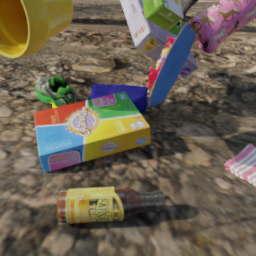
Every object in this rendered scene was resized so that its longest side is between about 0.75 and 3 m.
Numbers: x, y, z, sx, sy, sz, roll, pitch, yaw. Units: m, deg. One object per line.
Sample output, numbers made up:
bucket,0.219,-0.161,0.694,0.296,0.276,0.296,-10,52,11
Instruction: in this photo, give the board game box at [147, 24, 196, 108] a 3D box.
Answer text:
board game box,0.861,-1.479,6.571,0.467,1.895,2.399,29,19,13

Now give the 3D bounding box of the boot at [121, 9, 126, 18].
boot,0.500,-4.382,11.061,1.146,0.550,1.567,-12,39,-31

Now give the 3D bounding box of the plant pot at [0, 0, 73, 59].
plant pot,-2.658,-3.178,7.589,2.142,2.142,2.016,18,37,27

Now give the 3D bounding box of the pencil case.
pencil case,2.813,-2.999,7.303,2.493,1.032,1.079,-36,13,-4

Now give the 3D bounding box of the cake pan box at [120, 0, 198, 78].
cake pan box,1.004,-3.264,9.423,2.534,0.720,2.751,21,44,-44

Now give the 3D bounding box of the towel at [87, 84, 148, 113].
towel,-0.369,-1.036,10.230,2.132,0.528,1.574,3,38,5

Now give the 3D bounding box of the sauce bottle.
sauce bottle,-0.331,1.527,5.667,2.125,0.701,0.701,-4,31,-2

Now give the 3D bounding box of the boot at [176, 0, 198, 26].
boot,1.702,-4.032,8.611,0.577,1.088,1.653,12,55,-27

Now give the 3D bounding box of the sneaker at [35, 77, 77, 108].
sneaker,-2.613,-1.432,10.214,1.037,1.132,2.658,-23,37,-33

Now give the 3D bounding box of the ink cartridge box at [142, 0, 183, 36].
ink cartridge box,1.050,-2.924,6.768,1.484,1.097,0.562,11,-26,-39

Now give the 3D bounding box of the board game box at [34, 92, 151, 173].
board game box,-1.099,-0.011,7.988,2.892,0.583,2.213,-15,36,-13

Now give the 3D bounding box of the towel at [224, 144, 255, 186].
towel,3.465,1.067,6.875,1.294,0.265,1.769,-26,39,-35
